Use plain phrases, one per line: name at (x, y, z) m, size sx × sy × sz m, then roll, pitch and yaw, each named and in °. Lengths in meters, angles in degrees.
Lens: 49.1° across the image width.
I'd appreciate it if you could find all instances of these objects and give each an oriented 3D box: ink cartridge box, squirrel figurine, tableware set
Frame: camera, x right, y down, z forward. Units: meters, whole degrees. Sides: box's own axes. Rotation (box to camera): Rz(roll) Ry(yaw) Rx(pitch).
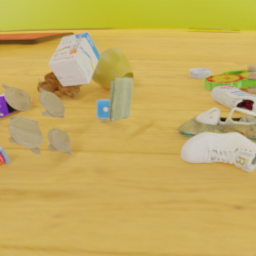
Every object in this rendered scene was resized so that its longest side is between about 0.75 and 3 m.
ink cartridge box at (-1.996, -2.568, 10.595) m, size 1.191 × 1.170 × 1.617 m, roll -3°, pitch 51°, yaw 23°
squirrel figurine at (-3.044, -2.021, 12.563) m, size 2.020 × 1.429 × 1.885 m, roll 11°, pitch 33°, yaw 30°
tableware set at (-2.352, -0.245, 7.427) m, size 1.947 × 0.270 × 2.331 m, roll 19°, pitch 42°, yaw -49°

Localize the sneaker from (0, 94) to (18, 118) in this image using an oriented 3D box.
sneaker at (-4.471, -0.967, 10.921) m, size 1.044 × 0.730 × 2.100 m, roll 2°, pitch 24°, yaw 3°

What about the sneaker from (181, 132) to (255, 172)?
sneaker at (2.570, 0.647, 7.304) m, size 2.166 × 0.798 × 1.252 m, roll -9°, pitch 23°, yaw -22°

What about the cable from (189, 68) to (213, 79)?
cable at (4.118, -3.128, 16.067) m, size 1.212 × 0.419 × 1.211 m, roll 14°, pitch 29°, yaw 29°

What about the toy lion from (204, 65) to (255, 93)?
toy lion at (5.265, -2.431, 14.158) m, size 2.724 × 0.976 × 2.842 m, roll 2°, pitch 23°, yaw 22°

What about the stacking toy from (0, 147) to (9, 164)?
stacking toy at (-3.636, 0.872, 7.379) m, size 0.813 × 0.446 × 0.472 m, roll -30°, pitch 39°, yaw -28°

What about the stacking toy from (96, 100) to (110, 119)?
stacking toy at (-0.907, -0.781, 10.823) m, size 0.678 × 0.717 × 1.236 m, roll -1°, pitch 11°, yaw -9°

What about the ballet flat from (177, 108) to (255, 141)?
ballet flat at (3.071, -0.178, 8.915) m, size 2.919 × 1.032 × 1.032 m, roll 5°, pitch 25°, yaw 11°

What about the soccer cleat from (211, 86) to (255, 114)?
soccer cleat at (4.206, -1.145, 11.164) m, size 1.019 × 0.825 × 2.361 m, roll -15°, pitch 29°, yaw -38°

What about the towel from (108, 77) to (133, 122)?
towel at (-0.190, -0.799, 7.838) m, size 0.224 × 1.228 × 0.911 m, roll 18°, pitch 20°, yaw 33°

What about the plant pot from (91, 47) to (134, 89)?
plant pot at (-0.575, -2.636, 13.552) m, size 1.430 × 2.014 × 2.014 m, roll 43°, pitch 43°, yaw 23°
